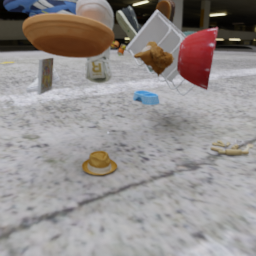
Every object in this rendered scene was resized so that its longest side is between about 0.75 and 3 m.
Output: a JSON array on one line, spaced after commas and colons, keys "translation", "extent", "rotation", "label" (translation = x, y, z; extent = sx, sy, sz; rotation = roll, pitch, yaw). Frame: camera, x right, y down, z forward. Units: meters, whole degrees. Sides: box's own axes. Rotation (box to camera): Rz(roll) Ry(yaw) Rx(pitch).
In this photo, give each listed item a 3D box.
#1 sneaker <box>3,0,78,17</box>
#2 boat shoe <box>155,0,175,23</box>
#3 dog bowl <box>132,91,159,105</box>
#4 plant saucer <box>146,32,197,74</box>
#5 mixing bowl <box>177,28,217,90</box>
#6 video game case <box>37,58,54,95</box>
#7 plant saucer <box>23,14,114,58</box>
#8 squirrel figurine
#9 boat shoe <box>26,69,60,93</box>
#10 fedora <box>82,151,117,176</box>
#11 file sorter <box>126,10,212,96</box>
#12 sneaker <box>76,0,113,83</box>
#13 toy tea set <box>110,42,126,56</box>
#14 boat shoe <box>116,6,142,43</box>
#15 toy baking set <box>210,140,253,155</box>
[{"translation": [-3.396, -4.696, 11.302], "extent": [2.999, 1.234, 1.109], "rotation": [-5, 17, -17], "label": "sneaker"}, {"translation": [1.314, -3.846, 11.274], "extent": [0.855, 2.430, 0.855], "rotation": [30, 31, 15], "label": "boat shoe"}, {"translation": [0.922, -1.605, 14.632], "extent": [0.952, 0.423, 1.708], "rotation": [-13, 23, -30], "label": "dog bowl"}, {"translation": [1.788, -2.605, 10.509], "extent": [2.352, 0.453, 2.352], "rotation": [-21, -18, -7], "label": "plant saucer"}, {"translation": [1.329, -1.365, 5.514], "extent": [0.648, 1.196, 1.196], "rotation": [8, 21, 14], "label": "mixing bowl"}, {"translation": [-2.063, -1.306, 7.026], "extent": [0.096, 0.842, 0.766], "rotation": [9, 18, 3], "label": "video game case"}, {"translation": [-1.393, -2.076, 6.657], "extent": [2.112, 0.395, 2.112], "rotation": [3, -3, 0], "label": "plant saucer"}, {"translation": [0.725, -1.668, 7.023], "extent": [0.610, 0.804, 0.862], "rotation": [-48, 34, -17], "label": "squirrel figurine"}, {"translation": [-2.597, -1.424, 8.392], "extent": [0.487, 0.433, 1.325], "rotation": [-7, 22, 26], "label": "boat shoe"}, {"translation": [-0.790, 0.909, 7.697], "extent": [1.045, 0.426, 1.045], "rotation": [0, 21, 0], "label": "fedora"}, {"translation": [1.350, -2.239, 8.914], "extent": [2.193, 1.522, 1.366], "rotation": [27, 28, -35], "label": "file sorter"}, {"translation": [-0.887, -2.362, 8.347], "extent": [1.064, 1.670, 2.889], "rotation": [-5, -15, 0], "label": "sneaker"}, {"translation": [-0.554, -3.343, 11.725], "extent": [1.002, 0.371, 0.596], "rotation": [24, -11, -1], "label": "toy tea set"}, {"translation": [0.386, -4.072, 11.999], "extent": [0.774, 2.288, 0.822], "rotation": [-34, 9, -19], "label": "boat shoe"}, {"translation": [3.343, 0.591, 8.940], "extent": [1.447, 0.168, 1.111], "rotation": [3, 20, 7], "label": "toy baking set"}]
